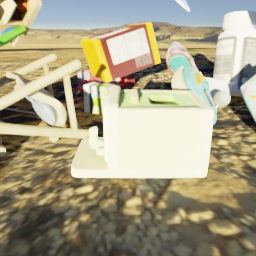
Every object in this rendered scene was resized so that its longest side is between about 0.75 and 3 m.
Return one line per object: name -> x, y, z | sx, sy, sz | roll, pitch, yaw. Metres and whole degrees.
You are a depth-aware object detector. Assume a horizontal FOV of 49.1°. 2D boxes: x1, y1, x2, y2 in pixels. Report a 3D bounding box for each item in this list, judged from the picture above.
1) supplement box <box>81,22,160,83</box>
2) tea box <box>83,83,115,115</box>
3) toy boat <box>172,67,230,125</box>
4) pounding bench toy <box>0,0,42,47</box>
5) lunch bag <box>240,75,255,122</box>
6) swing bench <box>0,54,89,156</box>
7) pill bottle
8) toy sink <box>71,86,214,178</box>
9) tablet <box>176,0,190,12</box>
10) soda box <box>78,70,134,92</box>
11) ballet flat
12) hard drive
supplement box -> -0.290, -2.532, 9.229 | 1.923, 1.277, 1.897 | -23, 24, -13
tea box -> -0.905, -0.943, 8.972 | 0.872, 0.886, 0.592 | 8, 21, 22
toy boat -> 2.086, -0.845, 7.772 | 1.037, 1.875, 2.231 | -28, -20, 28
pounding bench toy -> -3.564, -2.988, 7.483 | 2.310, 2.962, 1.840 | -22, -11, -48
lunch bag -> 4.178, -0.672, 6.697 | 2.481, 1.513, 2.113 | -11, 41, 9
swing bench -> -2.806, -0.706, 6.998 | 2.878, 1.867, 2.863 | -14, 23, -21
pill bottle -> 4.142, -2.681, 10.506 | 1.669, 2.933, 1.669 | 5, 7, -1
toy sink -> 0.187, -0.012, 5.512 | 2.473, 1.385, 1.612 | 0, 19, 1
tablet -> 1.350, -4.277, 8.468 | 0.106, 1.559, 1.014 | -32, -24, 32
soda box -> -0.932, -2.218, 12.591 | 2.639, 0.924, 0.837 | -16, 25, -39
ballet flat -> 1.870, -1.594, 8.537 | 0.872, 2.522, 0.898 | -11, 48, 29
hard drive -> 2.662, -1.331, 10.157 | 1.364, 0.276, 2.067 | -41, 34, -17
